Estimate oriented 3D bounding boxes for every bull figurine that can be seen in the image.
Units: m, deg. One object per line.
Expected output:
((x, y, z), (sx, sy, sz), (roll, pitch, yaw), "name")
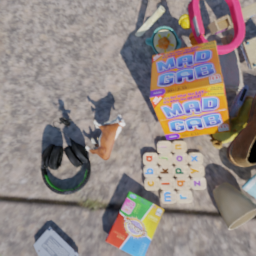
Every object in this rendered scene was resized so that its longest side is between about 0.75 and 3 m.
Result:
((-0.701, 0.235, 8.722), (0.923, 0.495, 1.521), (21, 96, 14), "bull figurine")

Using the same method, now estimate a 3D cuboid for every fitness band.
((2.929, -3.636, 9.295), (1.750, 0.456, 2.437), (-6, 82, -12), "fitness band")

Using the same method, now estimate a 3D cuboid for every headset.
((-1.976, 0.870, 8.922), (1.503, 1.144, 2.434), (-8, 84, 0), "headset")

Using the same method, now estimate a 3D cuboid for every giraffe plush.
((3.368, -0.032, 8.993), (1.512, 1.609, 1.865), (-2, 104, 10), "giraffe plush")

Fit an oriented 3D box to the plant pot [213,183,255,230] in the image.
((3.055, 2.212, 8.247), (1.052, 1.052, 1.123), (-25, 53, -9), "plant pot")

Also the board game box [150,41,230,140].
((1.856, -1.063, 8.404), (1.919, 1.919, 1.920), (-10, 48, 19), "board game box")

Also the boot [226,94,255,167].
((3.769, -0.241, 7.388), (1.088, 1.115, 2.955), (31, 86, 2), "boot")

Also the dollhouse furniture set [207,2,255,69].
((4.310, -3.090, 10.400), (2.229, 1.540, 2.361), (-24, 96, -2), "dollhouse furniture set")

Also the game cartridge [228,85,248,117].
((3.452, -0.831, 8.790), (0.203, 0.661, 0.992), (31, 56, 5), "game cartridge")

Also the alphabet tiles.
((1.458, 1.384, 8.923), (1.950, 0.146, 1.994), (-1, 70, -4), "alphabet tiles")

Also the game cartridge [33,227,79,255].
((-2.106, 3.550, 8.064), (1.178, 0.238, 0.786), (39, 70, 14), "game cartridge")

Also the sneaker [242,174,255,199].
((4.075, 1.734, 8.279), (1.385, 0.551, 0.904), (-27, 63, -30), "sneaker")

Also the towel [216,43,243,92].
((3.421, -2.251, 10.278), (1.350, 0.351, 2.037), (2, 68, -1), "towel")

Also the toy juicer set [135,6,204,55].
((1.444, -3.314, 9.939), (2.702, 1.719, 0.735), (39, 43, 14), "toy juicer set")

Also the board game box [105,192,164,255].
((0.206, 2.838, 8.189), (1.186, 0.312, 1.550), (27, 71, 0), "board game box")
